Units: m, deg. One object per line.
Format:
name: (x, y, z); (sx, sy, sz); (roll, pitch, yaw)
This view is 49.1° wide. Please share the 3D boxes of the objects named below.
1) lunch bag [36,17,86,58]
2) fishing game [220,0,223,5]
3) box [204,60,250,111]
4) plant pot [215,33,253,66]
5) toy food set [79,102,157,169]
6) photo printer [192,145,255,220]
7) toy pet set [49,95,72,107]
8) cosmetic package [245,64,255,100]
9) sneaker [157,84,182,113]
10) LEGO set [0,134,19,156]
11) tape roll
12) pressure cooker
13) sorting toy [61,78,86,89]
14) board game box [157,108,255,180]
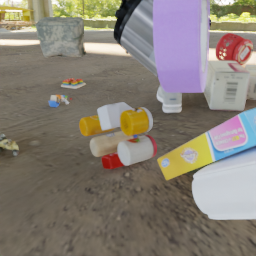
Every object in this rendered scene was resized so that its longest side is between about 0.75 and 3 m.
lunch bag: (-1.860, -2.496, 7.880); (1.261, 1.058, 0.879); (2, 35, 5)
fishing game: (2.020, -3.203, 5.808); (0.187, 1.200, 0.859); (-18, 64, -2)
box: (3.721, -1.708, 10.858); (1.226, 1.439, 2.251); (3, 24, 7)
plant pot: (6.801, -4.901, 17.799); (1.849, 1.849, 1.684); (-14, 36, -29)
toy food set: (-0.001, 0.128, 6.502); (1.292, 1.371, 2.871); (-13, 0, -28)
photo printer: (2.760, 0.607, 4.361); (2.385, 0.996, 2.867); (-15, -9, -31)
toy pet set: (-2.575, -0.985, 10.473); (0.726, 0.413, 0.778); (6, -2, 12)
cosmetic package: (5.742, -2.032, 12.191); (1.391, 0.982, 2.686); (8, 26, 19)
sneaker: (1.667, -1.421, 10.709); (0.934, 1.024, 2.498); (-1, 24, -2)
LEGO set: (-4.009, 0.552, 6.516); (1.770, 0.772, 2.725); (12, 26, 25)
tape roll: (1.164, -1.922, 5.668); (0.788, 2.402, 2.402); (1, 23, 19)
pressure cooker: (0.798, -2.929, 8.026); (2.501, 2.200, 2.234); (40, 9, 7)
sorting toy: (-2.600, -2.151, 13.302); (0.846, 0.294, 0.841); (10, 25, 22)
board game box: (2.053, 0.235, 5.574); (1.968, 0.519, 2.572); (-15, -14, -30)
